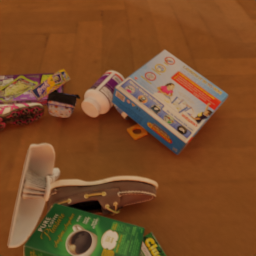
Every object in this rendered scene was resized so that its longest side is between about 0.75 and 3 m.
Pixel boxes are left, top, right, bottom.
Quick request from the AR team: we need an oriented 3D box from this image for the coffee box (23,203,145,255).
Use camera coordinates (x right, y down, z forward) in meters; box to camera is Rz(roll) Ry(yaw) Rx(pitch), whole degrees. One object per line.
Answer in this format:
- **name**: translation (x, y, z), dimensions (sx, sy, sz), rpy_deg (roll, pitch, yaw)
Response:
- **coffee box**: translation (-0.893, 2.576, 6.220), dimensions (2.355, 0.518, 1.448), rpy_deg (13, 26, 6)

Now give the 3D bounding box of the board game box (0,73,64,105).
- **board game box**: translation (-3.867, -1.488, 10.859), dimensions (2.648, 0.428, 1.589), rpy_deg (-3, 44, -3)

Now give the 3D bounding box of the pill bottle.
- **pill bottle**: translation (-0.886, -1.210, 10.146), dimensions (1.021, 1.021, 1.816), rpy_deg (23, 52, 19)

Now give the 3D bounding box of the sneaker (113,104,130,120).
- **sneaker**: translation (0.250, -1.207, 10.178), dimensions (0.791, 0.778, 2.054), rpy_deg (40, 52, -3)

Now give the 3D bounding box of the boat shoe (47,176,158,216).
- **boat shoe**: translation (-0.669, 1.871, 7.354), dimensions (2.934, 1.054, 0.873), rpy_deg (-3, 50, 3)

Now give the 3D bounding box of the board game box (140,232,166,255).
- **board game box**: translation (0.647, 3.737, 6.127), dimensions (1.356, 0.304, 2.588), rpy_deg (-24, 51, -17)

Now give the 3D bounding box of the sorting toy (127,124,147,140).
- **sorting toy**: translation (1.282, -0.478, 9.896), dimensions (2.956, 0.403, 1.665), rpy_deg (-36, 57, -28)

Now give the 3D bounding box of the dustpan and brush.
- **dustpan and brush**: translation (-1.978, 1.248, 6.494), dimensions (0.820, 2.866, 2.000), rpy_deg (12, 90, -15)

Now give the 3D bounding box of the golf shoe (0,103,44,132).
- **golf shoe**: translation (-4.051, -0.547, 9.692), dimensions (2.203, 0.800, 1.015), rpy_deg (-15, 49, -13)

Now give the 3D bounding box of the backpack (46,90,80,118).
- **backpack**: translation (-2.308, -0.802, 9.711), dimensions (1.113, 1.061, 0.858), rpy_deg (15, 80, -11)

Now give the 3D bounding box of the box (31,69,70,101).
- **box**: translation (-2.346, -1.295, 8.462), dimensions (1.161, 0.373, 0.407), rpy_deg (-30, 12, 19)

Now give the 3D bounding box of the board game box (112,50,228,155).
- **board game box**: translation (1.435, -0.997, 9.473), dimensions (2.866, 0.801, 2.806), rpy_deg (40, 57, 13)
